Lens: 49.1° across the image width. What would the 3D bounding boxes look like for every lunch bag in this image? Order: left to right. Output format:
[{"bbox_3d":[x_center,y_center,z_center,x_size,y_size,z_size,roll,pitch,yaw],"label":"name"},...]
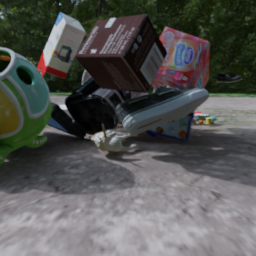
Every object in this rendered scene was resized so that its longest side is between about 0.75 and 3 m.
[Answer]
[{"bbox_3d":[1.155,-0.246,9.140,1.838,1.138,1.562,13,9,12],"label":"lunch bag"}]

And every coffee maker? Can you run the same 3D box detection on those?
[{"bbox_3d":[-0.743,-1.066,9.779,2.748,1.851,2.640,-51,8,-38],"label":"coffee maker"}]

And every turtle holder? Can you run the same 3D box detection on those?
[{"bbox_3d":[-2.988,-0.509,6.283,2.081,1.945,2.739,22,51,14],"label":"turtle holder"}]

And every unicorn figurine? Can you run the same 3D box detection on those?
[{"bbox_3d":[-0.417,0.324,7.485,1.328,0.714,1.934,-8,-5,-30],"label":"unicorn figurine"}]

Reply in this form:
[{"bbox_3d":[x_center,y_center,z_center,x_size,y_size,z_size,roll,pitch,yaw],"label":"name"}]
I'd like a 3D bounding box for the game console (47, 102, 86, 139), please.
[{"bbox_3d":[-3.284,-0.110,8.652,2.976,1.732,2.618,19,-21,35],"label":"game console"}]

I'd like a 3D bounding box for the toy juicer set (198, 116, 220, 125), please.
[{"bbox_3d":[3.504,-0.275,12.206,0.736,0.315,1.157,-15,1,42],"label":"toy juicer set"}]

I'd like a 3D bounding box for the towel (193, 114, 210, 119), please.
[{"bbox_3d":[3.592,-0.563,14.086,0.914,0.220,0.782,8,9,40],"label":"towel"}]

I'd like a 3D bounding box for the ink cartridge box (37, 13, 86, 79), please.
[{"bbox_3d":[-2.282,-2.541,9.318,0.716,2.128,1.236,16,28,-33],"label":"ink cartridge box"}]

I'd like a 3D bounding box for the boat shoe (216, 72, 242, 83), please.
[{"bbox_3d":[3.131,-1.603,8.757,0.355,0.315,0.950,-22,16,-19],"label":"boat shoe"}]

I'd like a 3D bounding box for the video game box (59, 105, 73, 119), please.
[{"bbox_3d":[-3.124,-0.886,15.000,2.370,0.555,2.159,4,8,23],"label":"video game box"}]

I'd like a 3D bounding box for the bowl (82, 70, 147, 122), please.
[{"bbox_3d":[-0.679,-1.689,11.853,2.836,2.836,1.275,-3,6,-20],"label":"bowl"}]

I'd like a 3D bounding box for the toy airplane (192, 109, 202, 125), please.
[{"bbox_3d":[2.365,-0.654,12.916,2.492,0.458,2.492,-5,19,2],"label":"toy airplane"}]

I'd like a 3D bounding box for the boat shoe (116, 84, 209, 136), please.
[{"bbox_3d":[0.967,-0.713,7.466,2.729,0.968,0.984,-19,-24,-26],"label":"boat shoe"}]

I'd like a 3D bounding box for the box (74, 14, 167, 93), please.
[{"bbox_3d":[-0.149,-1.793,6.939,1.582,1.313,1.299,11,-24,38],"label":"box"}]

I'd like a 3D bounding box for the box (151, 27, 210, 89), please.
[{"bbox_3d":[1.700,-1.726,9.212,1.412,1.531,2.984,27,-3,19],"label":"box"}]
